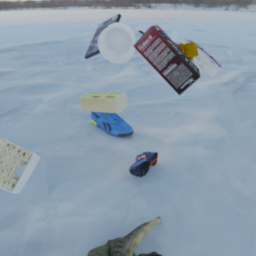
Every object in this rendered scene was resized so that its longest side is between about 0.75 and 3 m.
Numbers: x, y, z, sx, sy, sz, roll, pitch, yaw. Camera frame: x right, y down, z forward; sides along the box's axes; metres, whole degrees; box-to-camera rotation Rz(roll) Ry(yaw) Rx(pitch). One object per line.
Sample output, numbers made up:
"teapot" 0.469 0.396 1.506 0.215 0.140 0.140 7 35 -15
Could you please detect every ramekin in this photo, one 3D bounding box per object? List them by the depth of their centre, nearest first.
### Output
"ramekin" -0.313 -2.649 8.633 1.165 1.165 0.568 3 37 5

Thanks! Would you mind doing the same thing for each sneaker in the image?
"sneaker" 0.421 1.141 8.912 0.558 0.536 1.422 9 19 31
"sneaker" 2.529 -2.539 10.383 1.820 0.907 0.681 49 33 16
"sneaker" -0.718 -0.365 11.335 0.768 0.914 2.331 -22 36 -40

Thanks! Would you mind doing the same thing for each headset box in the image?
"headset box" 0.803 -1.531 5.954 1.541 0.578 1.145 45 22 -6

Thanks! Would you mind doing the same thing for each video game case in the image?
"video game case" -1.011 -3.626 11.136 1.304 0.173 1.825 -9 55 43

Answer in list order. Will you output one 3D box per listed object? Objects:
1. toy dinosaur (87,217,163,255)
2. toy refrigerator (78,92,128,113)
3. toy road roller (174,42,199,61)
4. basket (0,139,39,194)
"toy dinosaur" 0.004 2.627 5.729 2.970 0.705 1.309 -17 21 -36
"toy refrigerator" -0.770 -0.809 8.507 1.446 0.506 0.549 6 31 33
"toy road roller" 1.622 -2.265 8.345 0.737 0.620 1.009 -22 -18 39
"basket" -2.746 0.760 6.057 1.357 0.837 0.920 2 58 44
